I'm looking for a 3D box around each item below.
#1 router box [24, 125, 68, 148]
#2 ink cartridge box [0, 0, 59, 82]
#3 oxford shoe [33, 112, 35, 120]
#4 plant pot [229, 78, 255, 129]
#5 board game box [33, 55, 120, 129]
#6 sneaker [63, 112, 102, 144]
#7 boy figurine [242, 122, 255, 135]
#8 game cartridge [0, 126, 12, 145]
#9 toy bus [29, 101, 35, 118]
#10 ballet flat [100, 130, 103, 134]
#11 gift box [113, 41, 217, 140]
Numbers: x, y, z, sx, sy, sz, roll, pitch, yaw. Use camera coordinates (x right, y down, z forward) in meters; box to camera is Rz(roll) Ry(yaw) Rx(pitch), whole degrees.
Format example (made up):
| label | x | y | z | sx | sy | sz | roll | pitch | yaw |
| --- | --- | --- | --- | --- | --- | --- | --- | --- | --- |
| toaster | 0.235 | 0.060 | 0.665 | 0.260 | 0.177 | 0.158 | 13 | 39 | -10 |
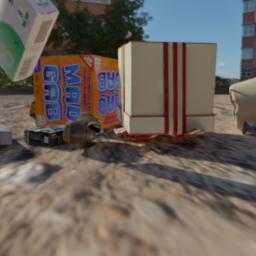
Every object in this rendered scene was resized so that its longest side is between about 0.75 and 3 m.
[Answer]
| label | x | y | z | sx | sy | sz | roll | pitch | yaw |
| --- | --- | --- | --- | --- | --- | --- | --- | --- | --- |
| router box | -2.138 | 0.203 | 7.962 | 0.944 | 0.391 | 1.260 | 5 | 10 | 29 |
| ink cartridge box | -3.246 | -3.078 | 7.168 | 0.743 | 2.967 | 2.388 | -35 | -7 | -45 |
| oxford shoe | -3.806 | -0.862 | 12.360 | 0.444 | 1.222 | 0.516 | 24 | 5 | -15 |
| plant pot | 4.871 | -0.895 | 9.930 | 2.234 | 2.441 | 2.441 | -9 | 6 | 17 |
| board game box | -1.820 | -1.393 | 11.040 | 2.592 | 2.594 | 2.592 | 4 | 9 | 22 |
| sneaker | -1.059 | 0.057 | 7.482 | 0.782 | 0.729 | 2.071 | 9 | 14 | 5 |
| boy figurine | 4.441 | 0.020 | 8.987 | 1.418 | 0.457 | 0.881 | 5 | 10 | 24 |
| game cartridge | -4.156 | 0.138 | 7.457 | 1.645 | 0.487 | 2.538 | -1 | 5 | -31 |
| toy bus | -4.106 | -0.790 | 13.691 | 1.166 | 0.791 | 1.119 | 12 | -2 | 44 |
| ballet flat | -1.382 | 0.027 | 8.963 | 1.372 | 0.492 | 0.492 | -6 | 10 | -36 |
| gift box | 0.891 | -0.968 | 7.956 | 2.675 | 2.707 | 2.899 | -1 | 13 | -5 |
